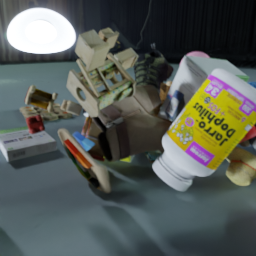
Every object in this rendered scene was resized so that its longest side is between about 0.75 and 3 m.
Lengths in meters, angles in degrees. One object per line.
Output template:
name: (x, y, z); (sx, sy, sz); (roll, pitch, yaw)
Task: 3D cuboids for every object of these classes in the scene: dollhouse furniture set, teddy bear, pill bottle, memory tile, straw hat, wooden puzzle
dollhouse furniture set: (-0.131, -1.278, 5.741); (1.810, 1.601, 1.006); (-33, 78, -32)
teddy bear: (1.310, -1.084, 10.750); (0.717, 2.149, 1.558); (37, 4, 38)
pill bottle: (1.626, 0.116, 5.984); (1.322, 2.537, 1.322); (33, 14, -9)
memory tile: (-4.014, -0.772, 13.512); (2.051, 0.225, 2.675); (-10, 21, -28)
dollhouse furniture set: (-1.594, -0.087, 7.347); (2.396, 1.290, 0.975); (20, -2, -25)
straw hat: (2.866, 1.117, 7.087); (1.434, 1.434, 0.607); (22, 68, 48)
wooden puzzle: (-0.971, 0.795, 6.191); (1.534, 2.274, 0.266); (34, 62, 31)

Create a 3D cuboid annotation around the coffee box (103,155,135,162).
coffee box: (-0.347, 0.178, 8.836); (1.277, 1.279, 1.265); (8, 22, 13)

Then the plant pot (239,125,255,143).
plant pot: (2.381, -0.116, 7.061); (1.283, 1.168, 1.283); (-22, -9, -3)

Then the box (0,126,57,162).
box: (-3.580, 0.440, 9.622); (1.575, 0.397, 2.182); (-12, 23, -31)

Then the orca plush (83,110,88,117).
orca plush: (-1.110, -0.797, 12.503); (1.329, 0.898, 2.525); (-13, 22, -33)

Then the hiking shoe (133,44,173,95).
hiking shoe: (0.498, -1.682, 9.245); (1.015, 1.349, 2.680); (-18, 29, 42)

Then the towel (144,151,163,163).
towel: (1.199, 0.602, 9.367); (1.547, 0.229, 2.109); (-4, 19, -9)

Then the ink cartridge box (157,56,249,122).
ink cartridge box: (2.191, -0.763, 8.753); (1.898, 2.611, 1.143); (-4, 43, -34)

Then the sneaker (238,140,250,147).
sneaker: (2.919, -0.022, 8.391); (0.727, 1.925, 0.678); (-31, 29, 26)

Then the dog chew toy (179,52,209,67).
dog chew toy: (2.343, -2.053, 9.770); (1.088, 1.088, 1.747); (3, 10, 10)

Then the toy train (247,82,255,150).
toy train: (4.245, -0.387, 9.583); (1.705, 1.293, 2.984); (-20, 46, -4)

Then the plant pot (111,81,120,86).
plant pot: (-0.365, -1.489, 13.676); (1.050, 1.485, 1.049); (4, 19, 10)

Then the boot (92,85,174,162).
boot: (0.291, 0.261, 7.088); (2.067, 2.828, 0.993); (-32, 8, -32)
